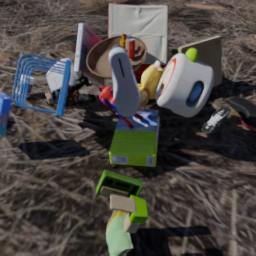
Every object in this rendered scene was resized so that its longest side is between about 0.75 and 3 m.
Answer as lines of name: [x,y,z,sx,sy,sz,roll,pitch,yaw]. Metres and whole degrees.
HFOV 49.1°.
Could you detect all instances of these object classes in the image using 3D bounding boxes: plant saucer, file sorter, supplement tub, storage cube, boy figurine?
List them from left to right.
supplement tub: [-4.059,-1.649,11.038,0.544,0.775,0.544,22,12,-5]
file sorter: [-2.274,-1.087,7.637,1.231,1.392,2.006,10,0,-13]
plant saucer: [-0.358,-2.320,9.410,2.062,0.377,2.062,-6,54,8]
storage cube: [0.315,-3.330,11.201,2.225,2.603,2.340,1,-1,-3]
boy figurine: [0.943,-1.443,8.789,2.247,1.397,0.724,-31,48,-6]

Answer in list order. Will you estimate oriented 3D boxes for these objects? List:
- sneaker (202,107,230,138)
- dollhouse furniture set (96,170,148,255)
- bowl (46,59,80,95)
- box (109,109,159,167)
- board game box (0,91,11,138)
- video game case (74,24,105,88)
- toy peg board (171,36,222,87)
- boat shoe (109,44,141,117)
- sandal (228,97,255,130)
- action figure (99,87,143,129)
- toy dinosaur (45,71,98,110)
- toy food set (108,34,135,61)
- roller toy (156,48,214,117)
sneaker: [2.237,-0.124,7.035,0.939,0.425,0.312,-45,41,-11]
dollhouse furniture set: [-0.364,1.935,5.731,0.857,1.708,1.119,17,27,-14]
bowl: [-2.492,-1.746,10.351,0.515,1.378,1.380,-13,80,-48]
box: [0.265,0.238,8.918,1.366,0.534,2.241,3,38,8]
board game box: [-3.860,-0.463,8.106,0.963,1.266,0.285,32,24,26]
video game case: [-1.344,-2.632,10.536,0.230,1.943,1.768,1,81,23]
toy peg board: [2.697,-2.542,11.331,1.976,1.984,0.970,-22,31,-20]
boat shoe: [-0.064,-1.331,7.964,0.779,2.161,0.766,-4,38,4]
sandal: [4.359,-0.361,9.766,1.049,0.629,2.792,1,24,-7]
action figure: [-0.364,-0.767,9.169,0.655,0.518,2.003,-48,61,7]
toy dinosaur: [-1.913,-1.077,9.471,1.471,1.107,2.168,-26,11,12]
toy food set: [-0.162,-2.549,8.890,0.700,0.659,1.465,11,28,16]
roller toy: [1.606,-1.152,7.925,1.220,1.746,1.593,21,64,-9]
